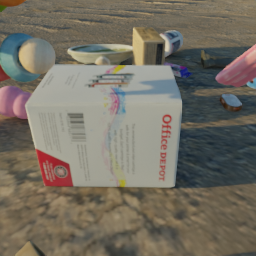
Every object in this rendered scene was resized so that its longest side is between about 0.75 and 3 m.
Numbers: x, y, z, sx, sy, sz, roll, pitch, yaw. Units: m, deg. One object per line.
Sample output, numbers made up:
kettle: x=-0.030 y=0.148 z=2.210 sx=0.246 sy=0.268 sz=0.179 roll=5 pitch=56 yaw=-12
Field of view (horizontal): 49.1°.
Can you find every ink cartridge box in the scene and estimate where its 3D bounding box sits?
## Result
ink cartridge box: x=1.987 y=-2.466 z=11.944 sx=1.411 sy=0.262 sz=0.668 roll=23 pitch=39 yaw=28
ink cartridge box: x=0.727 y=-2.703 z=10.776 sx=0.849 sy=1.862 sz=2.261 roll=-4 pitch=32 yaw=-7
ink cartridge box: x=-0.383 y=-0.106 z=6.384 sx=2.921 sy=2.123 sz=2.113 roll=1 pitch=32 yaw=2

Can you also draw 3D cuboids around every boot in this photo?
boot: x=4.110 y=-3.108 z=12.663 sx=1.508 sy=0.547 sz=1.372 roll=-4 pitch=46 yaw=7

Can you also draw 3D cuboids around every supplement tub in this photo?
supplement tub: x=1.948 y=-4.182 z=13.846 sx=1.086 sy=1.086 sz=1.548 roll=20 pitch=37 yaw=29

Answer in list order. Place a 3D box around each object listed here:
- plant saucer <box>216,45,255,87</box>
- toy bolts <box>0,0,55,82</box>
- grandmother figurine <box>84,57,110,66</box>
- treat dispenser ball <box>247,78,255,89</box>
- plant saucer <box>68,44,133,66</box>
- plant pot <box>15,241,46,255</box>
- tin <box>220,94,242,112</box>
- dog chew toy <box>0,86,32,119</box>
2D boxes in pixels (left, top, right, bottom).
plant saucer: x=2.497 y=-1.340 z=5.266 sx=0.444 sy=1.752 sz=1.752 roll=51 pitch=46 yaw=1
toy bolts: x=-1.987 y=-1.519 z=4.105 sx=1.392 sy=2.006 sz=1.917 roll=8 pitch=41 yaw=42
grandmother figurine: x=-1.164 y=-1.915 z=10.318 sx=0.691 sy=1.383 sz=2.280 roll=-30 pitch=27 yaw=36
treat dispenser ball: x=4.886 y=-1.992 z=10.421 sx=1.088 sy=1.088 sz=1.088 roll=0 pitch=32 yaw=0
plant saucer: x=-1.153 y=-3.171 z=12.384 sx=2.925 sy=0.734 sz=2.925 roll=0 pitch=24 yaw=0
plant pot: x=-1.230 y=2.360 z=3.391 sx=1.245 sy=1.434 sz=1.434 roll=-40 pitch=48 yaw=-25
tin: x=3.468 y=-0.871 z=9.447 sx=0.568 sy=0.212 sz=1.015 roll=3 pitch=32 yaw=-4
dog chew toy: x=-3.242 y=-0.712 z=8.559 sx=1.537 sy=0.957 sz=0.957 roll=16 pitch=34 yaw=8
